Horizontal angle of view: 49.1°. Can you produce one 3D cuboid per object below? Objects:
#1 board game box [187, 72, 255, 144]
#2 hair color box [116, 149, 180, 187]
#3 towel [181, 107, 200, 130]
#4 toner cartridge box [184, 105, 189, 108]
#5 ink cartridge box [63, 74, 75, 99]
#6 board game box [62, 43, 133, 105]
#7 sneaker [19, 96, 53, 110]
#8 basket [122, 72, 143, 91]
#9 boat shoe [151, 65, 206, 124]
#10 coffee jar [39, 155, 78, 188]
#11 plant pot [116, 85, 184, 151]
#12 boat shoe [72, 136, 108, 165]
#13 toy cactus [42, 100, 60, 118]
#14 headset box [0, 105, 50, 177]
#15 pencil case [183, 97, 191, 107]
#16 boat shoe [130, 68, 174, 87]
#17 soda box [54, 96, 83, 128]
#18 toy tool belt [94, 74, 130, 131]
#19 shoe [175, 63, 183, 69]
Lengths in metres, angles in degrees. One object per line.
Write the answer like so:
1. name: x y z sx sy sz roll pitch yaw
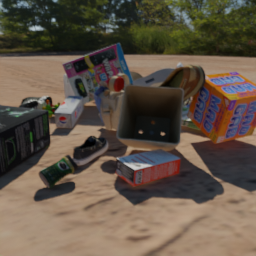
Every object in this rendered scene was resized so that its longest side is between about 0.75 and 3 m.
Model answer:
1. board game box: 3.224 -0.719 9.254 1.624 1.622 1.623 -10 39 -22
2. hair color box: 0.516 0.982 7.192 1.483 0.474 0.822 -7 19 -34
3. towel: 2.904 -0.322 11.442 2.914 0.447 2.174 14 21 40
4. toner cartridge box: 2.942 -1.747 14.445 0.491 1.081 2.277 4 18 12
5. ink cartridge box: -2.722 -2.356 15.594 0.858 1.479 2.043 4 19 15
6. board game box: -1.496 -2.687 14.059 2.978 2.197 0.957 -23 14 -9
7. sneaker: -4.353 -0.900 12.413 1.151 0.846 2.544 0 15 9
8. basket: 0.117 -2.408 16.183 1.758 1.326 1.950 8 23 0
9. boat shoe: 1.256 -1.028 9.201 1.032 2.795 1.057 3 49 -38
10. coffee jar: -1.682 1.044 6.834 0.893 0.381 0.465 -32 73 -34
11. plant pot: 0.681 -0.122 8.380 1.707 1.705 1.511 6 -22 7
12. boat shoe: -1.126 0.535 8.446 0.597 0.565 1.707 9 21 26
13. toy cactus: -3.172 -0.827 12.547 1.171 0.726 1.419 10 7 -4
14. headset box: -3.929 0.187 8.376 2.288 1.219 2.628 7 20 15
15. pencil case: 2.102 -1.100 11.976 1.576 0.705 0.613 -26 72 -46
16. boat shoe: 1.195 -1.829 12.286 2.250 1.043 0.840 -17 59 -4
17. soda box: -2.406 -0.703 11.615 0.689 0.640 2.019 4 26 4
18. toy tool belt: -0.712 -0.960 10.135 1.382 2.248 1.404 18 50 28
19. shoe: 2.342 -2.399 13.425 1.049 0.824 2.306 -31 -6 16
